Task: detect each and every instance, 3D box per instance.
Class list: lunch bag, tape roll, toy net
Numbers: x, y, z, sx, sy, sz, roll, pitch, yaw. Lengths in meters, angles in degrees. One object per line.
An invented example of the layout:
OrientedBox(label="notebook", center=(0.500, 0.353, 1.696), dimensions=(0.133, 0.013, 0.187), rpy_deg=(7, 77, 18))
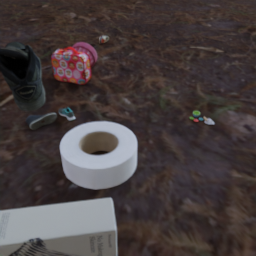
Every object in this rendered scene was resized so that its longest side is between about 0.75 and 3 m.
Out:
OrientedBox(label="lunch bag", center=(-2.681, -2.963, 13.111), dimensions=(1.871, 1.648, 0.766), rpy_deg=(13, 37, 18))
OrientedBox(label="tape roll", center=(-0.861, 0.744, 8.467), dimensions=(2.301, 0.805, 2.301), rpy_deg=(0, 35, 0))
OrientedBox(label="toy net", center=(2.813, -0.341, 10.608), dimensions=(0.915, 0.177, 0.480), rpy_deg=(26, 42, 32))

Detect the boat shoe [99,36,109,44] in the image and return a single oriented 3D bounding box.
OrientedBox(label="boat shoe", center=(-1.595, -5.781, 18.351), dimensions=(0.361, 0.411, 1.155), rpy_deg=(10, 31, 10))

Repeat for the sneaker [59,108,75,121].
OrientedBox(label="sneaker", center=(-2.375, -0.631, 10.825), dimensions=(0.894, 0.408, 0.347), rpy_deg=(26, 42, 34))

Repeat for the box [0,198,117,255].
OrientedBox(label="box", center=(-1.566, 2.302, 6.001), dimensions=(2.609, 1.072, 0.892), rpy_deg=(-6, 36, -6))

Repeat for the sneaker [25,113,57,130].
OrientedBox(label="sneaker", center=(-3.251, -0.373, 10.438), dimensions=(1.090, 0.408, 0.579), rpy_deg=(-26, 45, -31))

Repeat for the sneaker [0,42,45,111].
OrientedBox(label="sneaker", center=(-2.632, -1.665, 6.778), dimensions=(0.917, 1.374, 2.400), rpy_deg=(-14, 51, -13))

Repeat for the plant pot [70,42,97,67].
OrientedBox(label="plant pot", center=(-2.415, -3.394, 14.136), dimensions=(1.396, 1.396, 1.249), rpy_deg=(9, 49, 13))
